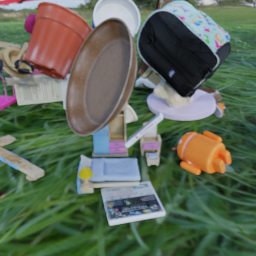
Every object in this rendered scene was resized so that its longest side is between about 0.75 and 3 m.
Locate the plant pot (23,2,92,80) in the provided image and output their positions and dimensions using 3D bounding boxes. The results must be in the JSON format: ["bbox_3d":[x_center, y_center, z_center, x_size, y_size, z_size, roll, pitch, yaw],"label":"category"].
[{"bbox_3d":[-2.529,-2.858,9.703,2.025,1.970,2.025,20,-7,2],"label":"plant pot"}]

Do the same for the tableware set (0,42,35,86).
[{"bbox_3d":[-4.596,-2.485,9.833,0.586,1.934,2.926,-30,-12,33],"label":"tableware set"}]

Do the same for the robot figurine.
[{"bbox_3d":[2.042,0.685,7.876,0.927,1.143,1.589,4,17,-47],"label":"robot figurine"}]

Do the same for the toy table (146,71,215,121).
[{"bbox_3d":[1.917,-1.524,10.934,2.839,1.663,2.610,3,43,26],"label":"toy table"}]

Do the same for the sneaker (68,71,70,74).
[{"bbox_3d":[-2.768,-2.798,15.465,1.396,0.545,0.595,25,28,25],"label":"sneaker"}]

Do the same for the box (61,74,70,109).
[{"bbox_3d":[-2.115,-1.533,11.747,0.767,1.443,1.099,17,31,31],"label":"box"}]

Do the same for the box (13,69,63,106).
[{"bbox_3d":[-3.990,-1.902,12.626,2.062,1.318,1.123,-8,27,-15],"label":"box"}]

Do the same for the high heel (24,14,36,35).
[{"bbox_3d":[-3.176,-3.586,10.746,1.070,0.750,2.225,36,3,0],"label":"high heel"}]

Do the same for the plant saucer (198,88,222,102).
[{"bbox_3d":[3.063,-1.515,12.603,2.215,0.355,2.215,-3,17,1],"label":"plant saucer"}]

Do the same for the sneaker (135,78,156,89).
[{"bbox_3d":[1.118,-2.836,14.589,1.093,1.278,2.934,10,29,18],"label":"sneaker"}]

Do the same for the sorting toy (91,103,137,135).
[{"bbox_3d":[-0.970,-0.517,10.587,1.920,1.026,1.729,-18,13,-32],"label":"sorting toy"}]

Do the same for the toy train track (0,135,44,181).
[{"bbox_3d":[-3.601,0.910,8.039,2.922,0.475,1.676,20,25,25],"label":"toy train track"}]

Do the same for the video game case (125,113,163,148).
[{"bbox_3d":[0.398,0.025,6.684,1.039,0.131,1.141,-40,1,9],"label":"video game case"}]

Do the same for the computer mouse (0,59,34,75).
[{"bbox_3d":[-2.998,-1.452,6.866,0.300,0.517,1.764,27,23,27],"label":"computer mouse"}]

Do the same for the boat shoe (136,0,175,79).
[{"bbox_3d":[0.867,-3.360,10.359,1.112,3.007,1.110,24,5,-14],"label":"boat shoe"}]

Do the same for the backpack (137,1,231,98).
[{"bbox_3d":[1.638,-2.540,8.683,2.562,2.274,1.929,40,54,2],"label":"backpack"}]

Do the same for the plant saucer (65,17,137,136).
[{"bbox_3d":[-0.572,-1.049,6.083,0.472,2.581,2.581,14,15,-36],"label":"plant saucer"}]

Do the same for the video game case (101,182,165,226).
[{"bbox_3d":[0.076,1.743,6.620,1.283,0.150,1.166,-6,26,-13],"label":"video game case"}]

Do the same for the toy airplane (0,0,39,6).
[{"bbox_3d":[-3.841,-4.395,9.498,2.130,0.392,2.130,-6,26,3],"label":"toy airplane"}]

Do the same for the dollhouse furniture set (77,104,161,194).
[{"bbox_3d":[-0.142,0.476,7.382,2.287,1.581,2.422,-2,23,-1],"label":"dollhouse furniture set"}]

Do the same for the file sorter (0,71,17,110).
[{"bbox_3d":[-6.068,-1.484,11.692,1.563,1.411,2.250,8,27,15],"label":"file sorter"}]

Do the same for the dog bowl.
[{"bbox_3d":[-0.499,-4.307,11.330,1.894,1.894,0.746,-6,1,-13],"label":"dog bowl"}]

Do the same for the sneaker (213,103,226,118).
[{"bbox_3d":[3.746,-0.789,11.375,0.656,0.454,1.170,-6,27,-9],"label":"sneaker"}]
